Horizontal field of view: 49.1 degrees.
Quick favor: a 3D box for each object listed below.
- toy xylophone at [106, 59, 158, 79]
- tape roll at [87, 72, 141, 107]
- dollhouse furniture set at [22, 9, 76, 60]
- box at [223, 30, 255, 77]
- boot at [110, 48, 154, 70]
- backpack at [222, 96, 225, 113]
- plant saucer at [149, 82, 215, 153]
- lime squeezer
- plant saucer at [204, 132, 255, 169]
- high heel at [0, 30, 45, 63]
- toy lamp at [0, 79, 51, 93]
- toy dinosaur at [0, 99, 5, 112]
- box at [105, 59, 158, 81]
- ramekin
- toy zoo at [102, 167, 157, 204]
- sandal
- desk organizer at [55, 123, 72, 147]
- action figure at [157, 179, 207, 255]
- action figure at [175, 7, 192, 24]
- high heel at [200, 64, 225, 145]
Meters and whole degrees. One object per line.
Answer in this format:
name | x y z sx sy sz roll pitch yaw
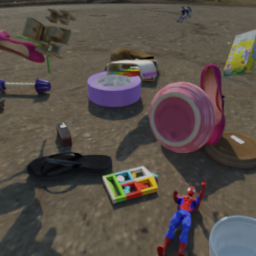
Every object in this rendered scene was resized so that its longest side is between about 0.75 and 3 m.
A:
toy xylophone | 0.172 -1.726 8.114 1.198 0.411 1.636 -16 22 -33
tape roll | -0.713 -2.076 14.521 2.733 0.897 2.733 -1 31 0
dollhouse furniture set | -2.693 -3.298 10.046 1.699 1.489 1.129 18 1 25
box | 3.684 -2.321 9.020 0.373 1.541 0.904 28 -10 -26
boot | 0.259 -3.169 12.811 0.990 0.966 2.625 12 19 37
backpack | 2.338 -0.517 11.215 2.202 1.623 2.412 -16 18 -27
plant saucer | 1.341 -0.252 7.598 1.950 1.950 0.494 22 20 32
lime squeezer | -3.803 -3.330 12.022 0.697 1.973 0.372 -28 31 19
plant saucer | 3.955 0.736 10.421 2.172 0.320 2.172 0 30 0
high heel | -4.284 -2.954 10.532 2.211 0.745 1.060 35 42 -1
toy lamp | -5.523 -2.227 14.933 2.737 0.797 0.797 0 31 4
toy dinosaur | -6.315 -0.949 13.188 1.296 0.499 0.663 -26 26 -25
box | 0.276 -3.731 17.456 2.970 0.733 2.371 6 33 9
ramekin | 2.620 2.901 6.254 1.677 0.880 1.677 0 32 0
toy zoo | 0.160 1.737 8.870 1.707 0.175 1.120 -11 33 -17
sandal | -1.957 1.128 9.462 2.824 0.605 1.074 -4 31 -7
desk organizer | -2.547 0.253 11.091 0.400 0.429 1.115 -13 33 -20
action figure | 1.463 2.143 7.322 0.780 1.184 2.392 13 31 19
action figure | 2.166 -4.333 10.843 0.615 0.328 0.945 -3 50 36
high heel | 2.407 -0.653 8.111 0.780 2.315 1.110 7 1 25
